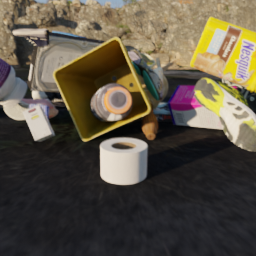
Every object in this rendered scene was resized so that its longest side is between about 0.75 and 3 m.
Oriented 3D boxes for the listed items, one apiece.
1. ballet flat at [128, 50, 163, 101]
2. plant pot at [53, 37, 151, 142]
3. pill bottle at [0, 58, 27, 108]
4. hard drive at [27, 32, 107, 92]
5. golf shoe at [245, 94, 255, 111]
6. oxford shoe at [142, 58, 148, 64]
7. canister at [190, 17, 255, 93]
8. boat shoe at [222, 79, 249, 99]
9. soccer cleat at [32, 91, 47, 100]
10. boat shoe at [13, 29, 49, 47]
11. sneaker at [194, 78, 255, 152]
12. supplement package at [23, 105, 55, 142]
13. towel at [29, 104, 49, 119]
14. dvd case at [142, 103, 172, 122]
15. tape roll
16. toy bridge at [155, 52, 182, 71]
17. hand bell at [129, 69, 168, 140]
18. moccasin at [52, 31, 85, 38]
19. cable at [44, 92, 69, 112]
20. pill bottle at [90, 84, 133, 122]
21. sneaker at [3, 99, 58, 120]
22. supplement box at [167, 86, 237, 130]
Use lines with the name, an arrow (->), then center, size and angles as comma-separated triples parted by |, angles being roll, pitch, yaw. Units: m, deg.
ballet flat -> 0.646, -1.770, 8.732 | 0.779, 0.779, 2.166 | -11, 52, -35
plant pot -> -0.511, -1.071, 8.099 | 2.080, 2.080, 1.835 | -24, 2, 17
pill bottle -> -4.426, -1.664, 8.565 | 1.397, 1.397, 2.489 | 16, -18, 46
hard drive -> -1.746, -1.980, 8.897 | 2.565, 1.792, 0.485 | -3, 35, -37
golf shoe -> 5.468, -0.998, 11.681 | 1.988, 0.767, 0.876 | -3, -4, -25
oxford shoe -> 0.373, -2.516, 10.172 | 0.751, 0.281, 0.265 | 15, -6, 19
canister -> 2.789, -1.926, 7.391 | 1.937, 1.439, 0.838 | 22, 38, 6
boat shoe -> 3.495, -1.444, 8.822 | 0.781, 2.526, 0.946 | 4, 53, -28
soccer cleat -> -4.341, -1.990, 14.705 | 0.808, 0.904, 2.332 | 1, 14, 5
boat shoe -> -2.544, -2.364, 7.411 | 0.943, 0.437, 0.352 | 2, 31, 4
sneaker -> 2.537, -0.430, 6.529 | 0.933, 0.821, 2.206 | -12, 56, -33
supplement package -> -2.157, -0.091, 6.795 | 0.417, 0.752, 0.585 | -25, -2, -8
towel -> -2.929, -0.446, 9.190 | 0.874, 0.633, 0.104 | 7, 9, 30
dvd case -> 2.009, -0.608, 10.602 | 2.878, 0.317, 2.101 | 1, 16, 7
tape roll -> -0.084, 0.620, 5.388 | 0.906, 0.622, 0.906 | 0, 15, 0
toy bridge -> 1.069, -2.173, 9.718 | 1.644, 0.224, 0.553 | -13, 53, 14
hand bell -> 0.616, -0.582, 8.765 | 1.506, 1.506, 2.892 | 1, 36, 2
moccasin -> -2.170, -3.141, 10.114 | 1.494, 0.509, 0.601 | 21, 21, 23
cable -> -1.879, -1.414, 10.183 | 1.752, 0.545, 2.147 | 36, 52, 25
pill bottle -> -0.453, -0.660, 7.593 | 0.977, 0.977, 1.840 | -4, 1, -14
sneaker -> -3.462, -0.694, 10.165 | 2.026, 0.762, 1.059 | 9, 14, 23
supplement box -> 2.330, -0.646, 8.625 | 1.883, 0.953, 0.973 | 8, 47, 33
